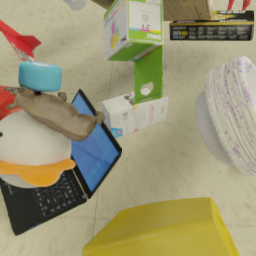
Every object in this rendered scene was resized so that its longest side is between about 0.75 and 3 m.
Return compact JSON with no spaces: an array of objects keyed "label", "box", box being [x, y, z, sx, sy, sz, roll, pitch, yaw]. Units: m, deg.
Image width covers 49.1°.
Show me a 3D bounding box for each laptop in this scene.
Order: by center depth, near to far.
[{"label":"laptop","box":[-1.744,0.634,6.332,2.565,1.324,2.273,-22,52,-19]}]

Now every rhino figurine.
[{"label":"rhino figurine","box":[-0.957,-0.230,3.425,1.284,0.384,0.562,25,27,0]}]

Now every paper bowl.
[{"label":"paper bowl","box":[1.848,-0.133,4.681,0.990,1.903,1.903,-25,37,35]}]

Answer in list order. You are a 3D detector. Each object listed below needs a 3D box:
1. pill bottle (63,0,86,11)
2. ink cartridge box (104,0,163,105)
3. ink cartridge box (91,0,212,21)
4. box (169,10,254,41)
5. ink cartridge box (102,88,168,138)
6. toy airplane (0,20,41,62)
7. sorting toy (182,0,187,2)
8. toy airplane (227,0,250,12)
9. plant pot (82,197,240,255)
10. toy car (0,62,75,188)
[{"label":"pill bottle","box":[-1.780,-4.280,8.554,0.709,0.709,1.277,-23,80,-19]},{"label":"ink cartridge box","box":[0.066,-1.409,5.251,0.696,1.357,1.836,0,89,-21]},{"label":"ink cartridge box","box":[0.650,-3.092,6.145,2.274,1.037,2.760,3,10,17]},{"label":"box","box":[2.413,-2.939,7.994,2.148,0.530,1.715,7,32,20]},{"label":"ink cartridge box","box":[0.195,-0.438,7.521,1.657,0.954,0.562,-18,51,-16]},{"label":"toy airplane","box":[-2.644,-2.055,5.431,2.351,2.351,0.432,23,70,19]},{"label":"sorting toy","box":[0.801,-2.594,4.342,0.458,1.116,0.670,14,33,15]},{"label":"toy airplane","box":[2.685,-3.452,6.331,0.403,2.188,2.188,13,47,-13]},{"label":"plant pot","box":[0.538,1.458,2.936,1.205,1.366,1.366,-27,83,14]},{"label":"toy car","box":[-1.639,0.184,3.938,1.977,2.061,2.236,1,18,-30]}]
